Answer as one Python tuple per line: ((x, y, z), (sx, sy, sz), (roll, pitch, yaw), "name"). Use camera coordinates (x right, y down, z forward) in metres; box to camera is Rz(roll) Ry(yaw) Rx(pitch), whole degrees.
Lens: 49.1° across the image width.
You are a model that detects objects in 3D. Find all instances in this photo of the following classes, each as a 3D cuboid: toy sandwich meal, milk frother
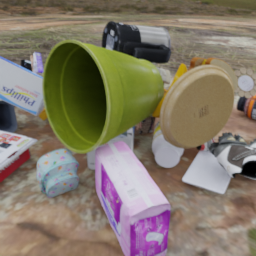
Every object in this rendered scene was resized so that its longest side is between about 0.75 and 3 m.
((1.838, -0.687, 7.722), (2.675, 2.675, 0.916), (-12, 31, -22), "toy sandwich meal")
((0.233, -2.436, 10.164), (2.145, 2.280, 2.058), (-5, 54, -29), "milk frother")

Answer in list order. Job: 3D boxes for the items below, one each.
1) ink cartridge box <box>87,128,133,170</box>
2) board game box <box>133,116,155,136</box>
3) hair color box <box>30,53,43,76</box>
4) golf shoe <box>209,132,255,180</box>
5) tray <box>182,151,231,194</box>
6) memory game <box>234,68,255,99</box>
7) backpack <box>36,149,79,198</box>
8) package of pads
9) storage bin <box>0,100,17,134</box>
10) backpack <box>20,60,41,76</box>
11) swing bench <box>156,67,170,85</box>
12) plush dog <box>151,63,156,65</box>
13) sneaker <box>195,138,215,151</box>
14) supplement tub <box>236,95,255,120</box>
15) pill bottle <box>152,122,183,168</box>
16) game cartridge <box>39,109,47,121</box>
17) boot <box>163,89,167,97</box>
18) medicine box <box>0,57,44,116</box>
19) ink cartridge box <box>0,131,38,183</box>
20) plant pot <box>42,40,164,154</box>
((-0.524, 0.528, 9.135), (1.369, 0.803, 1.869), (1, 24, 2), "ink cartridge box")
((0.469, -0.167, 10.444), (0.938, 0.748, 0.454), (-12, 41, -23), "board game box")
((-3.864, -2.680, 11.824), (0.468, 0.856, 0.277), (-20, -13, 42), "hair color box")
((3.770, 0.967, 8.166), (2.887, 1.122, 1.364), (2, 48, -19), "golf shoe")
((2.525, 1.235, 8.425), (1.188, 0.245, 2.212), (15, 31, 26), "tray")
((3.858, -1.469, 9.217), (1.048, 1.048, 0.067), (-3, -11, -6), "memory game")
((-1.850, 1.189, 7.450), (1.094, 1.245, 0.954), (-14, 48, -28), "backpack")
((-0.021, 1.568, 6.407), (0.973, 1.549, 2.571), (-11, 29, -19), "package of pads")
((-5.481, -0.430, 10.364), (2.090, 1.521, 1.404), (-20, 24, -40), "storage bin")
((-5.719, -3.502, 16.622), (1.232, 1.028, 0.780), (14, 26, 13), "backpack")
((0.284, -1.757, 11.166), (2.160, 2.172, 1.409), (14, 48, -9), "swing bench")
((0.307, -2.859, 12.654), (1.984, 1.592, 1.704), (29, 23, 17), "plush dog")
((2.627, -0.019, 9.405), (0.691, 0.654, 1.681), (7, 72, -9), "sneaker")
((5.504, -0.791, 11.369), (1.990, 1.064, 1.064), (22, 35, 35), "supplement tub")
((1.289, 0.475, 9.059), (1.003, 1.003, 1.802), (4, 29, 8), "pill bottle")
((-2.581, -1.497, 12.046), (2.227, 0.410, 2.527), (-35, 20, 21), "game cartridge")
((0.673, -1.394, 9.873), (2.632, 0.926, 1.884), (47, 21, 2), "boot")
((-4.013, -1.557, 10.130), (2.279, 1.288, 2.502), (25, 0, -15), "medicine box")
((-3.897, 0.980, 8.261), (1.757, 0.839, 2.002), (10, 30, 18), "ink cartridge box")
((-0.448, -0.922, 7.485), (2.570, 2.669, 2.669), (-15, 30, -43), "plant pot")
